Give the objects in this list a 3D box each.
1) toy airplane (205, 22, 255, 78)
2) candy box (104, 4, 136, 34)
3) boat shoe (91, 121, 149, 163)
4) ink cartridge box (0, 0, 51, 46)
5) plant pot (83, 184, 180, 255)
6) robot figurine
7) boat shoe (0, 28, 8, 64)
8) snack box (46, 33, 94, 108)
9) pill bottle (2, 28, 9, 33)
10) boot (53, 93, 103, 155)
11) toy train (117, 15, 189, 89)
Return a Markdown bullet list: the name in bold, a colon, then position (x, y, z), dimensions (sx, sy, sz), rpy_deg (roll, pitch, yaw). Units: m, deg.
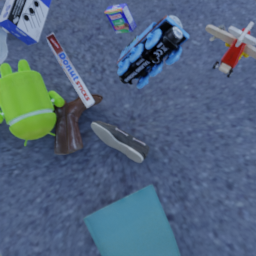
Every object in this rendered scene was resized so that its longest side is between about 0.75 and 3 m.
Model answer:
- **toy airplane**: position (3.777, -2.819, 9.527), dimensions (1.399, 1.982, 1.973), rpy_deg (-47, 29, -25)
- **candy box**: position (-0.288, -4.268, 11.008), dimensions (0.872, 1.032, 0.397), rpy_deg (7, 57, 36)
- **boat shoe**: position (-0.285, 0.402, 10.368), dimensions (2.361, 0.789, 0.673), rpy_deg (34, 55, 11)
- **ink cartridge box**: position (-2.979, -3.803, 8.448), dimensions (0.514, 1.094, 2.327), rpy_deg (-4, 67, 34)
- **plant pot**: position (0.309, 3.552, 8.131), dimensions (2.090, 2.092, 2.959), rpy_deg (-24, 75, -11)
- **robot figurine**: position (-3.674, -0.883, 10.090), dimensions (2.562, 1.689, 2.920), rpy_deg (-20, 88, -26)
- **boat shoe**: position (-3.608, -2.048, 7.452), dimensions (0.726, 0.625, 2.015), rpy_deg (18, 33, -26)
- **snack box**: position (-1.669, -1.608, 8.156), dimensions (0.269, 0.796, 2.215), rpy_deg (-32, 95, -8)
- **pill bottle**: position (-5.092, -4.664, 12.855), dimensions (1.223, 0.686, 0.686), rpy_deg (-6, 64, -2)
- **boot**: position (-1.828, -0.101, 10.570), dimensions (2.102, 0.724, 2.255), rpy_deg (-15, 61, 7)
- **toy train**: position (0.680, -2.431, 8.891), dimensions (1.203, 2.775, 1.585), rpy_deg (31, 52, -22)
